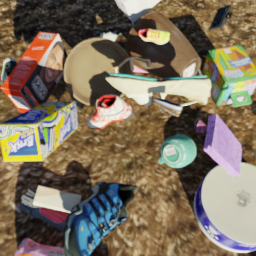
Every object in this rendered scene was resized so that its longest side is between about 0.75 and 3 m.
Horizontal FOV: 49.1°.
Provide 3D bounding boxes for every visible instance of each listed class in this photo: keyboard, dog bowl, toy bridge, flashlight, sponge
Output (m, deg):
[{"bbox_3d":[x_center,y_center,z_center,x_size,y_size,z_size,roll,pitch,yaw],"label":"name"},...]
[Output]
[{"bbox_3d":[2.928,-3.446,8.698,0.638,0.136,1.063,3,56,40],"label":"keyboard"},{"bbox_3d":[3.756,2.642,9.547,2.840,1.118,2.840,0,56,0],"label":"dog bowl"},{"bbox_3d":[0.116,-2.260,9.943,1.373,0.462,0.187,-14,28,-8],"label":"toy bridge"},{"bbox_3d":[-2.324,2.935,9.458,2.814,0.956,0.953,25,58,15],"label":"flashlight"},{"bbox_3d":[2.669,0.532,7.767,0.278,1.863,1.039,-9,55,40],"label":"sponge"}]

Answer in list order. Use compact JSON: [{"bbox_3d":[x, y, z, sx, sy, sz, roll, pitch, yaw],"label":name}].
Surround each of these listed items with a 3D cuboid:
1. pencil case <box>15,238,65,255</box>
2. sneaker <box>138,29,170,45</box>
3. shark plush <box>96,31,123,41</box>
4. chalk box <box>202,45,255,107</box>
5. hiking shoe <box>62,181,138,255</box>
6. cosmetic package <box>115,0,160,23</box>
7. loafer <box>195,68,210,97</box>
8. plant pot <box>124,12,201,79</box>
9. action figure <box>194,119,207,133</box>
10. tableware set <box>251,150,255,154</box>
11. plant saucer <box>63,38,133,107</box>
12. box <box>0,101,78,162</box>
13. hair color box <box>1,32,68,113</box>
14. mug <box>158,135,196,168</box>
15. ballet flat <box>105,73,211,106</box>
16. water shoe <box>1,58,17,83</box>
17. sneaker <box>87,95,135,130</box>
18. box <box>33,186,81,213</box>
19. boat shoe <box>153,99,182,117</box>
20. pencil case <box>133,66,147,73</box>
[{"bbox_3d":[-1.986,4.279,8.434,2.925,1.279,1.279,11,57,6],"label":"pencil case"},{"bbox_3d":[0.834,-3.042,9.264,1.123,0.507,0.439,12,96,30],"label":"sneaker"},{"bbox_3d":[-1.114,-4.917,14.948,1.919,0.872,0.799,-42,35,-19],"label":"shark plush"},{"bbox_3d":[4.599,-2.120,12.444,1.625,1.614,2.604,-12,57,-7],"label":"chalk box"},{"bbox_3d":[-0.671,2.233,7.161,1.228,1.054,2.833,-10,23,21],"label":"hiking shoe"},{"bbox_3d":[0.256,-5.172,10.817,1.430,1.180,1.178,-38,64,7],"label":"cosmetic package"},{"bbox_3d":[3.122,-2.281,13.140,0.801,0.916,2.547,-29,50,25],"label":"loafer"},{"bbox_3d":[1.494,-2.794,10.763,2.277,2.277,2.436,-34,62,-21],"label":"plant pot"},{"bbox_3d":[3.259,0.105,11.728,1.033,0.769,0.692,23,102,0],"label":"action figure"},{"bbox_3d":[4.652,0.625,8.999,1.232,0.247,0.814,-40,37,10],"label":"tableware set"},{"bbox_3d":[-1.062,-1.972,10.094,2.474,2.474,0.364,-12,25,-8],"label":"plant saucer"},{"bbox_3d":[-2.363,-0.032,7.935,1.050,0.964,2.998,-2,15,7],"label":"box"},{"bbox_3d":[-3.114,-1.923,9.800,0.822,1.362,2.684,11,61,18],"label":"hair color box"},{"bbox_3d":[1.099,0.620,6.517,0.739,0.900,0.556,31,23,28],"label":"mug"},{"bbox_3d":[0.829,-1.012,7.800,2.942,1.022,1.022,2,56,1],"label":"ballet flat"},{"bbox_3d":[-4.301,-1.804,10.221,0.581,1.626,0.642,-10,63,-23],"label":"water shoe"},{"bbox_3d":[-0.870,-0.558,9.465,2.013,1.079,0.672,-12,57,34],"label":"sneaker"},{"bbox_3d":[-1.955,1.997,7.721,1.200,0.570,0.467,17,64,-13],"label":"box"},{"bbox_3d":[0.922,-0.500,6.880,0.306,0.307,0.847,-10,26,-38],"label":"boat shoe"},{"bbox_3d":[0.547,-3.035,13.583,1.873,0.775,0.810,5,21,4],"label":"pencil case"}]
